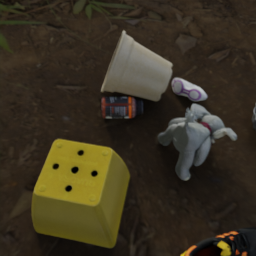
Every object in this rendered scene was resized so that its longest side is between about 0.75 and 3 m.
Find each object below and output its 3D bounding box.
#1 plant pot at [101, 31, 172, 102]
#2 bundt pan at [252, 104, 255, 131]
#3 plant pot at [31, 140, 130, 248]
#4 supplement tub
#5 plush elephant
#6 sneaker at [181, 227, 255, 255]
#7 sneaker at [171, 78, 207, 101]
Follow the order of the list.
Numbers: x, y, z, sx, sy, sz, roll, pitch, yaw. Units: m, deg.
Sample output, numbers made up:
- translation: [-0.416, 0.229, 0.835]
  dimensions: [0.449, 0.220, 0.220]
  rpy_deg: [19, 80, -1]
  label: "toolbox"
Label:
- translation: [0.417, -2.241, 11.297]
  dimensions: [2.311, 2.525, 2.525]
  rpy_deg: [19, 55, -10]
  label: "plant pot"
- translation: [5.776, -0.171, 10.727]
  dimensions: [2.188, 0.821, 2.188]
  rpy_deg: [0, 55, 0]
  label: "bundt pan"
- translation: [-1.430, 1.772, 8.452]
  dimensions: [2.598, 2.292, 2.598]
  rpy_deg: [9, 55, 6]
  label: "plant pot"
- translation: [-0.241, -0.798, 11.143]
  dimensions: [1.610, 0.861, 0.861]
  rpy_deg: [0, 55, 0]
  label: "supplement tub"
- translation: [2.505, 0.241, 9.845]
  dimensions: [1.916, 2.475, 2.038]
  rpy_deg: [-6, 45, -27]
  label: "plush elephant"
- translation: [2.811, 3.477, 7.853]
  dimensions: [2.841, 1.278, 0.994]
  rpy_deg: [-15, 56, -11]
  label: "sneaker"
- translation: [2.583, -1.580, 11.952]
  dimensions: [0.863, 0.648, 1.732]
  rpy_deg: [-3, 34, -45]
  label: "sneaker"
